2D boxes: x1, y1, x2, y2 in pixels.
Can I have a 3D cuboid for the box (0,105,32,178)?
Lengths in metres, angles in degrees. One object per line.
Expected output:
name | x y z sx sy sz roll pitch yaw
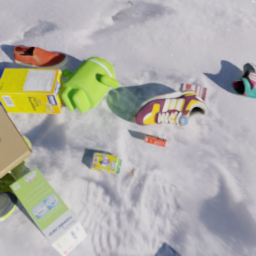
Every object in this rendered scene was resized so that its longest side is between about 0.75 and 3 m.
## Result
box | -4.260 0.777 8.008 2.547 0.271 2.082 -39 63 -8

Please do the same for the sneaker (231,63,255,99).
sneaker | 4.832 -1.996 11.689 1.121 0.776 1.856 1 57 -11

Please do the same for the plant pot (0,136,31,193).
plant pot | -4.062 0.995 9.229 1.723 1.723 1.584 10 46 7

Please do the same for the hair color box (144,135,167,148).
hair color box | 0.994 0.474 10.182 0.773 0.393 0.237 13 102 9

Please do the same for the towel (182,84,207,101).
towel | 2.763 -1.511 11.718 1.019 0.116 0.734 13 56 9

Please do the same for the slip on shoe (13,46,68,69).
slip on shoe | -3.938 -3.184 12.471 2.469 0.755 0.914 8 54 3

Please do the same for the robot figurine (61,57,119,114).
robot figurine | -1.500 -1.755 11.008 2.262 1.491 2.578 12 52 31

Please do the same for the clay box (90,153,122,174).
clay box | -0.759 1.232 9.765 1.028 0.245 0.591 6 56 7

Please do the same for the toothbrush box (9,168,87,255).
toothbrush box | -2.277 2.451 8.145 0.930 1.573 2.161 -38 64 -23

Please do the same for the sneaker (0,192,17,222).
sneaker | -4.730 2.413 8.478 2.603 1.054 0.962 -11 57 -7

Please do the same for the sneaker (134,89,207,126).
sneaker | 1.614 -0.563 10.498 2.784 1.043 1.254 -22 51 -13

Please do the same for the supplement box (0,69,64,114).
supplement box | -3.769 -1.412 10.944 2.329 1.276 1.268 2 57 2
